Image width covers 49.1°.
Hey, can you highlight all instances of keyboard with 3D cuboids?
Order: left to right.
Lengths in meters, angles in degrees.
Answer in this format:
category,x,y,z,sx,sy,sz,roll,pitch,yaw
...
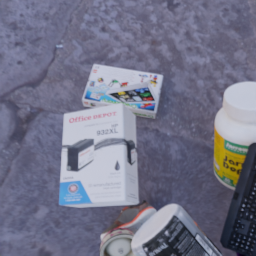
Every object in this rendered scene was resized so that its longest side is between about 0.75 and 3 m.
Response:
category,x,y,z,sx,sy,sz,roll,pitch,yaw
keyboard,3.060,1.754,6.195,1.406,0.535,2.700,13,104,11

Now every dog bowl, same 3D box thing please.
category,x,y,z,sx,sy,sz,roll,pitch,yaw
dog bowl,-0.248,3.594,8.443,1.287,1.287,0.475,-15,21,-8

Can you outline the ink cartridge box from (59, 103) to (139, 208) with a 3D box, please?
category,x,y,z,sx,sy,sz,roll,pitch,yaw
ink cartridge box,-0.727,0.741,7.165,1.735,1.001,2.392,-9,69,19

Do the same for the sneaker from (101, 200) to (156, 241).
category,x,y,z,sx,sy,sz,roll,pitch,yaw
sneaker,-0.047,3.022,9.083,1.942,0.748,0.795,-25,39,-13

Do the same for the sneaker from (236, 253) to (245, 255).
category,x,y,z,sx,sy,sz,roll,pitch,yaw
sneaker,3.165,2.647,6.998,1.029,0.875,2.352,2,93,-36

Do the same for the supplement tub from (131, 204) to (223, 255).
category,x,y,z,sx,sy,sz,roll,pitch,yaw
supplement tub,1.246,2.839,5.776,1.382,1.382,2.257,-39,86,-18

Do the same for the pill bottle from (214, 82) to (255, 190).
category,x,y,z,sx,sy,sz,roll,pitch,yaw
pill bottle,3.192,0.280,7.639,1.622,2.877,1.622,-8,40,6

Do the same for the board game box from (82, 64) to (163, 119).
category,x,y,z,sx,sy,sz,roll,pitch,yaw
board game box,-0.191,-1.513,11.332,2.938,0.509,1.855,11,64,5
